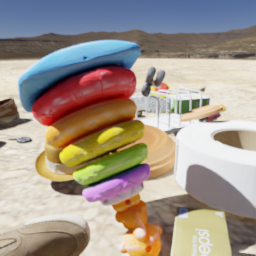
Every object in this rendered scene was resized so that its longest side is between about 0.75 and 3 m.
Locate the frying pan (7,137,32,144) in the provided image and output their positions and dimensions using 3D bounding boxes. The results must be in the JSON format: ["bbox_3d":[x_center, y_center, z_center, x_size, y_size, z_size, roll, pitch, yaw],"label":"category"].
[{"bbox_3d":[-3.195,0.327,8.363,0.750,0.122,0.454,15,22,31],"label":"frying pan"}]

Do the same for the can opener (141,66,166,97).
[{"bbox_3d":[0.668,-1.196,7.815,0.514,0.644,1.925,21,2,1],"label":"can opener"}]

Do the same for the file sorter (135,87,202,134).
[{"bbox_3d":[1.365,-0.641,9.575,1.979,1.232,1.373,-11,20,-30],"label":"file sorter"}]

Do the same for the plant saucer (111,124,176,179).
[{"bbox_3d":[-0.070,0.433,7.070,2.703,0.506,2.703,-1,22,0],"label":"plant saucer"}]

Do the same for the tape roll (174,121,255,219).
[{"bbox_3d":[2.399,0.662,5.735,2.839,0.993,2.839,0,17,0],"label":"tape roll"}]

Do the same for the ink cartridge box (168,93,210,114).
[{"bbox_3d":[2.765,-1.073,11.959,2.084,0.618,1.082,-5,18,-17],"label":"ink cartridge box"}]

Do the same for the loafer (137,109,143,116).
[{"bbox_3d":[-0.070,-0.750,11.147,1.434,0.484,0.545,11,20,31],"label":"loafer"}]

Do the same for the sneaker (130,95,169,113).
[{"bbox_3d":[0.849,-1.052,11.842,1.950,0.745,0.785,8,10,20],"label":"sneaker"}]

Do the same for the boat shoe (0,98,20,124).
[{"bbox_3d":[-4.894,-0.487,9.555,0.977,0.926,2.580,8,19,24],"label":"boat shoe"}]

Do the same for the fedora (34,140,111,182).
[{"bbox_3d":[-1.183,0.389,5.841,1.668,0.680,1.668,-6,32,4],"label":"fedora"}]

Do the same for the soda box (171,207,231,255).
[{"bbox_3d":[0.748,1.703,2.942,0.657,0.695,2.054,4,17,13],"label":"soda box"}]

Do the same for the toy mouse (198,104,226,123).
[{"bbox_3d":[2.191,-0.340,7.609,1.014,0.221,1.141,-33,9,3],"label":"toy mouse"}]

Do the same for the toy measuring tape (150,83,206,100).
[{"bbox_3d":[2.013,-1.684,12.693,2.884,1.061,1.061,-16,20,-7],"label":"toy measuring tape"}]

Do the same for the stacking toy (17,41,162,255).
[{"bbox_3d":[-0.241,0.453,3.921,1.677,2.889,1.585,-21,-6,-20],"label":"stacking toy"}]

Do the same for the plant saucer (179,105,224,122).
[{"bbox_3d":[1.858,-0.389,7.171,1.121,0.181,1.121,-17,4,1],"label":"plant saucer"}]

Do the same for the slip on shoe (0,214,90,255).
[{"bbox_3d":[-1.390,1.554,3.367,1.893,0.720,0.573,-6,13,-9],"label":"slip on shoe"}]
